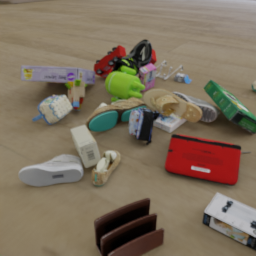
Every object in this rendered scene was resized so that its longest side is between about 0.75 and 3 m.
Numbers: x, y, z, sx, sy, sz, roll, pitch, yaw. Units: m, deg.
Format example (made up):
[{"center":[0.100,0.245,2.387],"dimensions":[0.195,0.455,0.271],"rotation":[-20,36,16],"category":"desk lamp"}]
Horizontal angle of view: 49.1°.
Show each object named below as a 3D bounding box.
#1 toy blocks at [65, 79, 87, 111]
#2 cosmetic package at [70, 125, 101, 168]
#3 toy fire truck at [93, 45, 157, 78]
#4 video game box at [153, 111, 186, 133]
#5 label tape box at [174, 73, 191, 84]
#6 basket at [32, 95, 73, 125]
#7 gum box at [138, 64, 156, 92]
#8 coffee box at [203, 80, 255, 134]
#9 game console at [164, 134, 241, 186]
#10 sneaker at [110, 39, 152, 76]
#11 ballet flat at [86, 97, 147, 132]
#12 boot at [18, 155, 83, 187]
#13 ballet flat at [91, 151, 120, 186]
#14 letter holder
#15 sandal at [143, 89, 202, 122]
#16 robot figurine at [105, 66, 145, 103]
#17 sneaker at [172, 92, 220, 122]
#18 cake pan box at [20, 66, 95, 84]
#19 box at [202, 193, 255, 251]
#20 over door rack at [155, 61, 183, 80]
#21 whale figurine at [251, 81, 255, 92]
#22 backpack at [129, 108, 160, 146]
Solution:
[{"center":[-2.210,-1.259,11.785],"dimensions":[0.852,1.165,1.704],"rotation":[3,-5,-23],"category":"toy blocks"},{"center":[-1.393,0.563,9.068],"dimensions":[0.554,0.785,1.517],"rotation":[-19,27,-14],"category":"cosmetic package"},{"center":[-0.192,-3.341,14.492],"dimensions":[2.025,2.871,0.700],"rotation":[16,59,-41],"category":"toy fire truck"},{"center":[1.552,-0.380,11.234],"dimensions":[1.193,0.307,1.310],"rotation":[27,41,31],"category":"video game box"},{"center":[2.898,-2.608,14.737],"dimensions":[0.807,0.255,0.582],"rotation":[16,36,23],"category":"label tape box"},{"center":[-3.034,-0.724,11.245],"dimensions":[1.445,1.005,1.274],"rotation":[-21,17,39],"category":"basket"},{"center":[0.887,-2.358,13.365],"dimensions":[0.715,1.260,0.417],"rotation":[-29,59,-21],"category":"gum box"},{"center":[4.062,-0.868,11.047],"dimensions":[1.521,0.544,2.473],"rotation":[23,27,-27],"category":"coffee box"},{"center":[2.429,0.951,9.159],"dimensions":[2.166,1.286,1.867],"rotation":[10,65,15],"category":"game console"},{"center":[0.097,-2.970,13.288],"dimensions":[1.052,1.230,2.968],"rotation":[42,87,7],"category":"sneaker"},{"center":[-0.569,-0.579,10.891],"dimensions":[2.870,1.012,0.937],"rotation":[-15,46,-38],"category":"ballet flat"},{"center":[-2.298,1.244,8.500],"dimensions":[1.826,0.672,0.873],"rotation":[1,25,-12],"category":"boot"},{"center":[-0.650,1.080,8.711],"dimensions":[0.600,0.556,1.702],"rotation":[6,33,13],"category":"ballet flat"},{"center":[0.040,2.336,6.324],"dimensions":[1.444,1.026,0.726],"rotation":[-16,36,-24],"category":"letter holder"},{"center":[1.555,-0.840,10.782],"dimensions":[2.524,0.925,0.830],"rotation":[23,25,21],"category":"sandal"},{"center":[-0.213,-1.817,12.130],"dimensions":[1.852,1.625,1.071],"rotation":[22,10,31],"category":"robot figurine"},{"center":[2.701,-0.844,11.694],"dimensions":[2.302,0.860,0.944],"rotation":[30,26,31],"category":"sneaker"},{"center":[-3.143,-2.466,13.168],"dimensions":[2.628,0.746,2.853],"rotation":[6,9,7],"category":"cake pan box"},{"center":[2.691,2.287,6.903],"dimensions":[1.472,0.442,0.858],"rotation":[20,38,31],"category":"box"},{"center":[2.012,-3.294,15.382],"dimensions":[1.284,0.579,1.738],"rotation":[27,45,36],"category":"over door rack"},{"center":[6.311,-1.848,13.494],"dimensions":[0.709,0.463,0.891],"rotation":[-7,57,-18],"category":"whale figurine"},{"center":[0.501,-0.169,10.121],"dimensions":[0.970,1.259,1.200],"rotation":[15,13,-2],"category":"backpack"}]
